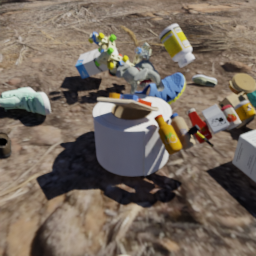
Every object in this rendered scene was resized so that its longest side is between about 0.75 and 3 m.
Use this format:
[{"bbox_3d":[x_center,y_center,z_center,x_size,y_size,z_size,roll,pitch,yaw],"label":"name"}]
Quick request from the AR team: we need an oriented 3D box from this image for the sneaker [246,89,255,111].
[{"bbox_3d":[4.505,-0.682,8.962,0.810,0.788,2.035,22,36,-55],"label":"sneaker"}]

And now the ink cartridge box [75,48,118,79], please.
[{"bbox_3d":[-1.308,-2.891,12.106,1.643,0.692,1.188,-15,35,18],"label":"ink cartridge box"}]

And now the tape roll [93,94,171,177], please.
[{"bbox_3d":[0.116,0.124,7.991,2.169,1.489,2.169,-1,31,0],"label":"tape roll"}]

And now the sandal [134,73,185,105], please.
[{"bbox_3d":[0.943,-1.158,9.568,2.255,0.982,0.896,-36,47,2],"label":"sandal"}]

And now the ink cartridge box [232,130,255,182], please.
[{"bbox_3d":[4.299,1.003,7.162,1.827,1.035,2.492,-17,38,-22],"label":"ink cartridge box"}]

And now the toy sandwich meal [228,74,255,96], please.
[{"bbox_3d":[3.586,-1.342,8.781,0.850,0.291,0.850,4,58,-6],"label":"toy sandwich meal"}]

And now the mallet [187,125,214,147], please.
[{"bbox_3d":[1.832,0.206,6.818,0.820,0.270,0.169,30,35,-18],"label":"mallet"}]

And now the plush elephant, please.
[{"bbox_3d":[0.299,-1.484,8.144,1.033,1.334,1.098,-36,42,-24],"label":"plush elephant"}]

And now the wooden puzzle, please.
[{"bbox_3d":[0.011,-0.648,6.956,1.116,0.279,1.205,10,2,43],"label":"wooden puzzle"}]

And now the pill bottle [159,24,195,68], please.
[{"bbox_3d":[1.435,-2.356,8.129,0.634,0.634,1.128,-29,88,-35],"label":"pill bottle"}]

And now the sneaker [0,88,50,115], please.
[{"bbox_3d":[-3.728,-0.818,9.968,1.335,0.833,2.264,-21,30,-36],"label":"sneaker"}]

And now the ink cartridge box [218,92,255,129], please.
[{"bbox_3d":[3.932,-0.728,9.738,1.311,0.492,1.080,-27,77,-34],"label":"ink cartridge box"}]

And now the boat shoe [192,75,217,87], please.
[{"bbox_3d":[3.315,-2.033,12.155,1.073,0.386,0.333,7,37,6],"label":"boat shoe"}]

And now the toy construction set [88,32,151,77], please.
[{"bbox_3d":[-0.269,-2.838,11.187,2.612,1.203,1.713,3,60,-28],"label":"toy construction set"}]

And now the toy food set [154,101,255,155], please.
[{"bbox_3d":[1.785,-0.223,6.784,2.177,1.039,0.980,-28,75,10],"label":"toy food set"}]

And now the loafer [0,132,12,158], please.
[{"bbox_3d":[-3.798,0.423,8.561,0.427,0.417,1.169,-18,39,-24],"label":"loafer"}]
